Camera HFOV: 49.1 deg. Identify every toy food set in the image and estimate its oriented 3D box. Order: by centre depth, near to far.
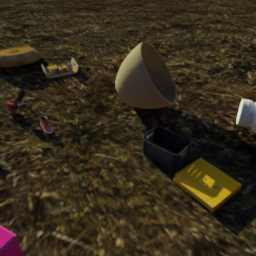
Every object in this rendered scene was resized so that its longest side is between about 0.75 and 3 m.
[{"bbox_3d":[-3.455,-3.089,14.120,1.673,0.505,1.201,-15,39,-19],"label":"toy food set"}]

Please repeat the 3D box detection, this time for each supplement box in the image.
[{"bbox_3d":[-3.552,2.566,5.960,2.417,1.249,1.223,18,39,24],"label":"supplement box"}]

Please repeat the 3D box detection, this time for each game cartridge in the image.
[{"bbox_3d":[2.257,1.595,8.127,1.320,0.243,1.498,-25,41,-30],"label":"game cartridge"}]

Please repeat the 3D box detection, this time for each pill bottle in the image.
[{"bbox_3d":[5.098,-0.327,9.771,2.334,1.299,1.299,13,39,16],"label":"pill bottle"}]

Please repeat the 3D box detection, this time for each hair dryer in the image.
[{"bbox_3d":[-4.387,-1.004,11.173,1.264,0.343,0.963,-15,61,22],"label":"hair dryer"}]

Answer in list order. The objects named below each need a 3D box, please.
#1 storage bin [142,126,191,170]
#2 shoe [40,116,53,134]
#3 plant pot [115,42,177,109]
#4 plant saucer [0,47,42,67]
[{"bbox_3d":[1.224,0.628,9.054,1.378,0.646,0.932,27,44,30],"label":"storage bin"},{"bbox_3d":[-3.022,-0.119,10.277,0.285,0.362,0.797,-24,43,-28],"label":"shoe"},{"bbox_3d":[0.521,-1.815,11.143,1.751,2.608,2.608,-24,27,28],"label":"plant pot"},{"bbox_3d":[-6.013,-3.883,14.936,2.672,0.473,2.672,-2,30,1],"label":"plant saucer"}]
